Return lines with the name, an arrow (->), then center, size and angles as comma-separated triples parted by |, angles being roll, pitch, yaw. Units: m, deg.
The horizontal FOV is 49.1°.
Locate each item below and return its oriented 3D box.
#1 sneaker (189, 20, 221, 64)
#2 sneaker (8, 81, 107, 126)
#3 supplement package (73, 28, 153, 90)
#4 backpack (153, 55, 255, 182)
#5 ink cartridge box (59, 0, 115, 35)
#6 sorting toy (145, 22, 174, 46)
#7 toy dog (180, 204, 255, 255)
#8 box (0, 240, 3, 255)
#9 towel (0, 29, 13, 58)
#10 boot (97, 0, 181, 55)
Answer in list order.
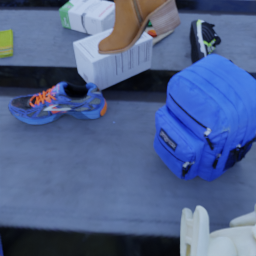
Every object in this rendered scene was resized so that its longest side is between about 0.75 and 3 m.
sneaker -> 2.828, -3.124, 10.018 | 1.073, 0.929, 2.591 | 4, 51, 3
sneaker -> -2.038, -0.841, 8.066 | 2.781, 1.091, 1.048 | -8, 50, -6
supplement package -> -0.456, -2.358, 9.200 | 2.234, 1.224, 1.271 | -27, 56, -20
backpack -> 1.791, -0.119, 6.490 | 2.199, 2.621, 2.129 | -32, 59, -24
ink cartridge box -> -1.512, -4.478, 11.179 | 1.932, 0.815, 1.411 | 21, 54, 16
sorting toy -> 0.629, -4.043, 11.179 | 2.043, 0.274, 1.522 | 33, 58, 24
toy dog -> 2.321, 2.531, 4.971 | 2.546, 1.776, 2.468 | 5, 64, 3
box -> -3.258, 2.727, 5.670 | 1.331, 0.356, 2.197 | -18, 52, -14
towel -> -4.742, -3.203, 10.584 | 0.731, 0.153, 1.699 | -11, 52, -10
boot -> -0.127, -2.935, 6.794 | 2.445, 1.898, 0.938 | -12, 32, 36
